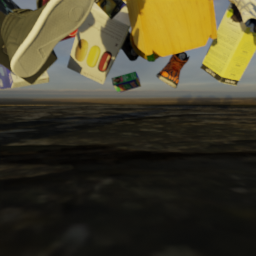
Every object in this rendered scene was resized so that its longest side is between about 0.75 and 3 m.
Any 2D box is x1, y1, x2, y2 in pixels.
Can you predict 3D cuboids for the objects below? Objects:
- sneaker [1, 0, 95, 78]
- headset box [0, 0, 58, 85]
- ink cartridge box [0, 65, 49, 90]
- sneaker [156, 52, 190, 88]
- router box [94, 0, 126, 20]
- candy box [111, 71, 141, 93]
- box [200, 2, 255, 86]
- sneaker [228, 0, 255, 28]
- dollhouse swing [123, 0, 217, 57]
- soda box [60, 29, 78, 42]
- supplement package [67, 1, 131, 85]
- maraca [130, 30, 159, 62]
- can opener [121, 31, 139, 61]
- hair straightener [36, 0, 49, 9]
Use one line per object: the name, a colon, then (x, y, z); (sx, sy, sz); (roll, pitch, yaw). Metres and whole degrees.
sneaker: (-1.485, -1.956, 4.868); (1.029, 2.074, 0.733); (52, 15, 25)
headset box: (-3.458, -2.769, 8.153); (2.239, 1.193, 2.572); (38, 14, -47)
ink cartridge box: (-4.168, -2.362, 10.767); (1.806, 1.773, 0.391); (-14, -27, -25)
sneaker: (1.891, -2.546, 11.574); (0.964, 1.392, 2.484); (30, 21, -8)
router box: (-0.467, -3.136, 7.029); (0.639, 0.212, 0.813); (42, -12, -18)
candy box: (-0.064, -2.070, 12.769); (1.149, 0.443, 0.972); (-16, -16, 10)
box: (3.170, -2.774, 7.826); (0.747, 2.982, 1.122); (5, 30, -26)
sneaker: (2.874, -2.851, 6.726); (0.635, 0.743, 1.686); (2, 33, -23)
dollhouse swing: (0.951, -3.084, 7.844); (2.125, 1.931, 1.868); (-18, 18, -16)
soda box: (-2.712, -3.954, 11.017); (2.453, 0.859, 0.778); (-17, 46, -2)
supplement package: (-0.895, -2.994, 9.320); (1.471, 1.416, 2.586); (24, -40, -8)
maraca: (0.734, -3.216, 9.983); (1.390, 1.781, 2.598); (-11, 18, 15)
can opener: (-0.240, -3.660, 10.967); (1.040, 0.838, 2.645); (33, -9, 39)
hair straightener: (-2.284, -3.357, 6.962); (0.758, 1.970, 0.403); (23, 50, 24)
